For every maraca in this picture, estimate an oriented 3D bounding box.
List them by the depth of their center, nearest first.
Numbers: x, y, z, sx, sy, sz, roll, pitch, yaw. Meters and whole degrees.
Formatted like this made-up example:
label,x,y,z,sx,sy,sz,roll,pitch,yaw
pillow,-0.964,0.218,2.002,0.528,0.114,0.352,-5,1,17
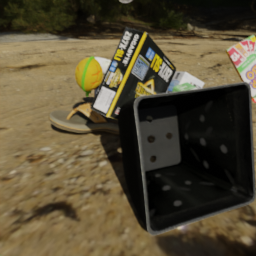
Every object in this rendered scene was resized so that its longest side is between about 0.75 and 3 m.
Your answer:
label,x,y,z,sx,sy,sz,roll,pitch,yaw
maraca,-1.139,-1.497,8.285,0.783,1.003,1.463,21,-17,5

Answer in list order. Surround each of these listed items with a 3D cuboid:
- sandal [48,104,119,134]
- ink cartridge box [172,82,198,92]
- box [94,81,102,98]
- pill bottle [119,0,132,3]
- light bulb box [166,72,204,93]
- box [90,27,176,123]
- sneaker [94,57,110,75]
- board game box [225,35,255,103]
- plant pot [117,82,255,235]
label,x,y,z,sx,sy,sz,roll,pitch,yaw
sandal,-1.027,-0.360,8.934,2.886,0.779,1.159,5,22,-11
ink cartridge box,1.784,-0.357,7.375,0.621,1.070,1.478,-22,47,-34
box,0.082,-1.124,10.452,1.901,1.087,2.088,-9,20,-42
pill bottle,-0.089,-3.890,7.715,0.427,0.757,0.427,-4,-12,-1
light bulb box,1.572,-1.066,8.802,0.752,1.205,1.194,25,5,-17
box,0.293,-1.136,7.597,0.657,2.127,2.663,25,3,26
sneaker,-0.472,-1.912,8.845,1.627,0.572,0.652,22,-18,3
board game box,4.475,-2.064,9.970,1.050,2.197,0.329,-28,-1,9
plant pot,0.891,0.385,5.711,2.311,2.305,2.050,-10,9,-21
